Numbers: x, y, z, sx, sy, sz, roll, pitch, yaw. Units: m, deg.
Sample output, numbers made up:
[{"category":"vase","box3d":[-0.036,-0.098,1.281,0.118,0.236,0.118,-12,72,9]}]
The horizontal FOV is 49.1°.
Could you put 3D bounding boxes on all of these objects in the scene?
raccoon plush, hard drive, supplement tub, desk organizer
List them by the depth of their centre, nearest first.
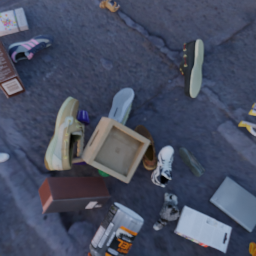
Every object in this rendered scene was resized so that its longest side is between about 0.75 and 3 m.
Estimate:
[{"category":"supplement tub","box3d":[-0.445,3.565,9.094,1.195,1.195,1.950,28,82,12]},{"category":"desk organizer","box3d":[-1.780,2.222,9.458,2.228,0.799,0.858,8,41,-40]},{"category":"raccoon plush","box3d":[1.268,2.885,9.949,1.284,0.860,0.621,-36,113,9]},{"category":"hard drive","box3d":[3.944,2.741,10.097,1.682,0.277,1.174,38,70,16]}]

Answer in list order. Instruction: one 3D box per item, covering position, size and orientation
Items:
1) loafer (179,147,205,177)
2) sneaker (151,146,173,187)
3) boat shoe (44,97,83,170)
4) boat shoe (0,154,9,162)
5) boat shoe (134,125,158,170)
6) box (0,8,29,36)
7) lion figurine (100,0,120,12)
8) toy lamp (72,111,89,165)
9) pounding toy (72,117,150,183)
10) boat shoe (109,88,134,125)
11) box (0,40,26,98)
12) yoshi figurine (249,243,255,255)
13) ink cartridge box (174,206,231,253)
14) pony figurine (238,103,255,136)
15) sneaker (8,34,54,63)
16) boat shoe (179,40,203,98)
[{"category":"loafer","box3d":[2.445,1.271,10.757,0.400,0.457,1.272,-23,73,-32]},{"category":"sneaker","box3d":[1.369,1.437,10.031,0.591,0.964,1.481,26,93,-19]},{"category":"boat shoe","box3d":[-2.155,0.215,10.306,0.970,1.082,2.923,7,66,6]},{"category":"boat shoe","box3d":[-5.107,1.152,10.822,0.907,0.303,0.334,-10,65,-5]},{"category":"boat shoe","box3d":[0.705,0.650,10.823,0.693,0.650,1.925,-14,60,-4]},{"category":"box","box3d":[-5.829,-5.192,13.771,1.590,0.327,1.240,-18,66,-7]},{"category":"lion figurine","box3d":[-0.931,-6.164,14.192,1.010,0.366,0.619,37,104,9]},{"category":"toy lamp","box3d":[-1.837,0.355,10.986,0.623,0.623,2.140,0,71,0]},{"category":"pounding toy","box3d":[-0.773,0.869,10.037,1.976,1.526,2.147,31,84,-21]},{"category":"boat shoe","box3d":[-0.272,-0.805,11.525,0.767,0.661,2.130,4,46,21]},{"category":"box","box3d":[-5.407,-2.642,12.086,0.911,1.218,2.432,-25,67,-11]},{"category":"yoshi figurine","box3d":[4.809,4.089,9.238,1.365,0.764,0.767,10,59,1]},{"category":"ink cartridge box","box3d":[2.561,3.508,9.627,1.712,0.431,0.933,23,62,10]},{"category":"pony figurine","box3d":[5.614,-0.199,11.022,1.810,1.508,1.748,35,102,12]},{"category":"sneaker","box3d":[-4.358,-3.571,12.825,2.124,0.745,0.871,-20,68,-1]},{"category":"boat shoe","box3d":[2.732,-2.562,12.277,0.862,1.007,2.752,-2,70,31]}]
